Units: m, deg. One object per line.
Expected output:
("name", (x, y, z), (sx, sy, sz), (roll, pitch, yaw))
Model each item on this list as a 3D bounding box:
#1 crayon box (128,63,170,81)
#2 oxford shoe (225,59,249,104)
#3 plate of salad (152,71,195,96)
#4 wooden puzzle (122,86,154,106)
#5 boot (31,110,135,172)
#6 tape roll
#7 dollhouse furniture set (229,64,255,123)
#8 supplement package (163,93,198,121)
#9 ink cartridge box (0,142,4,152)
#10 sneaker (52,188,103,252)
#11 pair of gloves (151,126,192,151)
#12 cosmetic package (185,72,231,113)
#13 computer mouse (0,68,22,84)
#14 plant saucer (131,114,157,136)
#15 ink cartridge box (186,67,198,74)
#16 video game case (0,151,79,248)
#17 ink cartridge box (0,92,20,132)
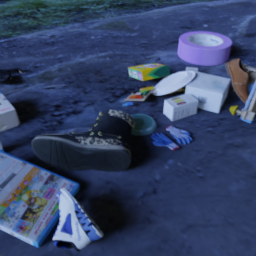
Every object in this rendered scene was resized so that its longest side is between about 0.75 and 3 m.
("crayon box", (0.937, -2.614, 12.953), (1.398, 0.472, 1.620), (-13, 21, -18))
("oxford shoe", (4.600, -1.879, 11.330), (0.684, 1.918, 0.684), (-23, -3, 41))
("plate of salad", (1.963, -1.854, 12.025), (1.993, 0.479, 1.993), (-26, 23, 11))
("wooden puzzle", (0.439, -1.374, 11.663), (1.082, 0.188, 1.605), (-5, 29, 27))
("boot", (-1.276, 0.290, 9.095), (3.031, 1.094, 2.289), (6, 34, 6))
("tape roll", (4.138, -4.383, 15.297), (2.761, 0.906, 2.761), (1, 37, 0))
("dollhouse furniture set", (4.683, -1.860, 10.638), (1.747, 2.527, 2.677), (30, 35, 34))
("supplement package", (2.024, -0.803, 10.818), (1.148, 0.629, 0.653), (-18, 41, -21))
("ink cartridge box", (-4.437, 0.363, 8.761), (0.730, 1.268, 0.430), (-18, 41, -23))
("sneaker", (-1.423, 2.236, 6.581), (0.970, 0.679, 1.680), (-41, 47, -13))
("pair of gloves", (1.487, 0.365, 9.693), (1.359, 0.155, 1.092), (-26, 43, -31))
("cosmetic package", (3.256, -1.500, 11.517), (1.458, 0.899, 1.463), (18, 40, 22))
("computer mouse", (-5.564, -2.408, 13.188), (1.157, 0.379, 1.648), (-12, 32, -18))
("plant saucer", (0.426, -0.173, 10.378), (1.276, 0.175, 1.276), (0, 37, 0))
("ink cartridge box", (3.042, -2.581, 13.399), (0.573, 0.325, 0.782), (7, 38, 9))
("video game case", (-2.985, 1.748, 7.492), (2.739, 0.244, 1.960), (20, 40, 12))
("ink cartridge box", (-5.040, -0.582, 10.433), (1.285, 0.742, 1.761), (-27, 45, -30))
